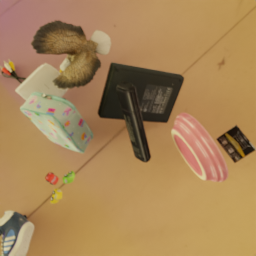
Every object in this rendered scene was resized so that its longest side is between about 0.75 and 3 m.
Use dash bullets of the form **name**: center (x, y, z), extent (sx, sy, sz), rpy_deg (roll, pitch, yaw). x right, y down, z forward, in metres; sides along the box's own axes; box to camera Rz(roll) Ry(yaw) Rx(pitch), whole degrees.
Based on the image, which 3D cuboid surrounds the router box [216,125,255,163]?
- **router box**: center (3.671, 0.553, 9.564), extent (0.819, 0.272, 1.042), rpy_deg (-40, 81, 25)

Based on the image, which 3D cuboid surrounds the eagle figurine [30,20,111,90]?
- **eagle figurine**: center (-1.850, -2.506, 9.638), extent (1.972, 2.599, 1.961), rpy_deg (18, 109, 3)

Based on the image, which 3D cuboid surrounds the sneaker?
- **sneaker**: center (-4.043, 3.733, 9.451), extent (1.342, 0.738, 1.833), rpy_deg (22, 90, 22)

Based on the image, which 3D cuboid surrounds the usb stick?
- **usb stick**: center (0.212, -0.121, 8.923), extent (0.462, 2.835, 0.786), rpy_deg (-30, 34, -25)

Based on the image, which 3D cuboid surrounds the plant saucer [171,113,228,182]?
- **plant saucer**: center (2.108, 0.699, 8.792), extent (0.623, 2.460, 2.460), rpy_deg (-31, 79, -4)

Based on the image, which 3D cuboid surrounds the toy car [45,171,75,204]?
- **toy car**: center (-1.788, 1.507, 7.712), extent (0.226, 1.013, 0.953), rpy_deg (16, 33, 32)

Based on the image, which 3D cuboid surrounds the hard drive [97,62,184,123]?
- **hard drive**: center (0.436, -1.085, 9.433), extent (2.634, 0.433, 1.838), rpy_deg (4, 120, -27)

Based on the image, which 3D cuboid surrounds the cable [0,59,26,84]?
- **cable**: center (-4.433, -2.029, 10.837), extent (0.637, 0.330, 1.311), rpy_deg (-44, 81, -9)

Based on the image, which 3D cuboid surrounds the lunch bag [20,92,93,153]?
- **lunch bag**: center (-2.325, -0.197, 9.241), extent (1.867, 2.327, 0.897), rpy_deg (17, 62, 31)

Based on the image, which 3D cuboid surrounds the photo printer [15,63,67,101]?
- **photo printer**: center (-3.071, -1.462, 10.303), extent (1.592, 0.553, 1.325), rpy_deg (-47, 112, -9)
